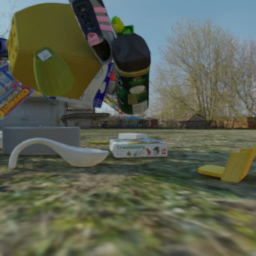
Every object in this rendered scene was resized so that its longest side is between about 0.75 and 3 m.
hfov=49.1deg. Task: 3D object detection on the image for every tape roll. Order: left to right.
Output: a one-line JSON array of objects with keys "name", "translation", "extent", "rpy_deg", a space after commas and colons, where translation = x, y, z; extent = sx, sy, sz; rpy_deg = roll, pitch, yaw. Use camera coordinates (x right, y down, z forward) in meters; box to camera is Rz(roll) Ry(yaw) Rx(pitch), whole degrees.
[{"name": "tape roll", "translation": [-3.189, 0.425, 10.451], "extent": [2.780, 0.918, 2.780], "rpy_deg": [0, 2, 0]}]

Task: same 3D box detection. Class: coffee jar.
[{"name": "coffee jar", "translation": [0.097, -1.435, 7.769], "extent": [0.943, 1.152, 2.210], "rpy_deg": [-13, -35, -7]}]

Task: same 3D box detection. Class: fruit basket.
[{"name": "fruit basket", "translation": [-0.299, -3.123, 9.207], "extent": [1.040, 0.750, 1.040], "rpy_deg": [4, -16, 1]}]

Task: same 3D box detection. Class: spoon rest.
[{"name": "spoon rest", "translation": [-1.644, 0.592, 6.854], "extent": [2.346, 0.711, 1.165], "rpy_deg": [-1, 1, -16]}]

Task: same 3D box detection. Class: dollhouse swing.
[{"name": "dollhouse swing", "translation": [1.920, 0.613, 5.437], "extent": [0.796, 0.823, 0.906], "rpy_deg": [25, 15, 30]}]

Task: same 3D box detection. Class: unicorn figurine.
[{"name": "unicorn figurine", "translation": [-5.166, 0.492, 11.913], "extent": [2.579, 0.952, 1.771], "rpy_deg": [-18, 21, -34]}]

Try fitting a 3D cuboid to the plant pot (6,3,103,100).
[{"name": "plant pot", "translation": [-2.409, -2.376, 8.638], "extent": [2.305, 2.253, 2.238], "rpy_deg": [-2, -24, -32]}]

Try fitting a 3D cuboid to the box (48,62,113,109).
[{"name": "box", "translation": [-2.041, -2.145, 11.739], "extent": [2.326, 2.139, 1.220], "rpy_deg": [9, 24, -26]}]

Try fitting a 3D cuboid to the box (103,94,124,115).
[{"name": "box", "translation": [-0.671, -1.537, 13.994], "extent": [0.312, 1.130, 1.655], "rpy_deg": [-18, 40, -36]}]

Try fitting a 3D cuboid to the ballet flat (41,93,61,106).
[{"name": "ballet flat", "translation": [-4.154, -2.203, 13.532], "extent": [2.716, 0.865, 0.915], "rpy_deg": [45, 11, 6]}]

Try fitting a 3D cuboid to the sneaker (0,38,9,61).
[{"name": "sneaker", "translation": [-4.262, -2.804, 10.109], "extent": [2.333, 0.879, 0.915], "rpy_deg": [-6, -3, -15]}]

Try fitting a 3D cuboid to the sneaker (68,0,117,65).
[{"name": "sneaker", "translation": [-0.887, -2.635, 7.149], "extent": [0.793, 0.927, 2.260], "rpy_deg": [-14, -44, 23]}]

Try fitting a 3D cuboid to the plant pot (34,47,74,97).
[{"name": "plant pot", "translation": [-1.863, -1.416, 6.731], "extent": [0.939, 0.939, 1.004], "rpy_deg": [0, -29, 1]}]

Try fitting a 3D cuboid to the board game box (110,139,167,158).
[{"name": "board game box", "translation": [0.244, 0.663, 9.764], "extent": [1.637, 0.449, 2.593], "rpy_deg": [-1, 1, -8]}]

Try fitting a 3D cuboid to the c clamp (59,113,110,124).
[{"name": "c clamp", "translation": [-1.992, -0.429, 12.780], "extent": [2.597, 0.352, 2.218], "rpy_deg": [-2, -4, -39]}]

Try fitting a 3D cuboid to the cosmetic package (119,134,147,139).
[{"name": "cosmetic package", "translation": [0.234, 0.556, 14.268], "extent": [0.763, 0.555, 1.500], "rpy_deg": [0, 2, -39]}]

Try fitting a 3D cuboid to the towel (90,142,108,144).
[{"name": "towel", "translation": [-1.531, 0.784, 14.528], "extent": [0.523, 0.110, 1.216], "rpy_deg": [6, -3, -32]}]

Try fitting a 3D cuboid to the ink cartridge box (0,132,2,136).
[{"name": "ink cartridge box", "translation": [-7.498, 0.513, 16.675], "extent": [1.645, 0.555, 0.958], "rpy_deg": [-1, 1, -44]}]

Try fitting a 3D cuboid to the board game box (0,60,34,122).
[{"name": "board game box", "translation": [-5.495, -1.654, 11.811], "extent": [2.086, 2.130, 0.595], "rpy_deg": [51, -19, -29]}]

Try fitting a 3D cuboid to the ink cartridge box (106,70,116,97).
[{"name": "ink cartridge box", "translation": [-0.579, -1.957, 12.123], "extent": [0.278, 1.110, 1.279], "rpy_deg": [-7, 19, -38]}]
